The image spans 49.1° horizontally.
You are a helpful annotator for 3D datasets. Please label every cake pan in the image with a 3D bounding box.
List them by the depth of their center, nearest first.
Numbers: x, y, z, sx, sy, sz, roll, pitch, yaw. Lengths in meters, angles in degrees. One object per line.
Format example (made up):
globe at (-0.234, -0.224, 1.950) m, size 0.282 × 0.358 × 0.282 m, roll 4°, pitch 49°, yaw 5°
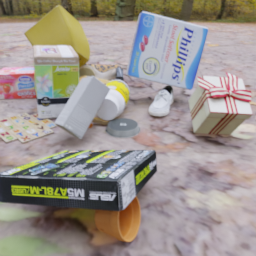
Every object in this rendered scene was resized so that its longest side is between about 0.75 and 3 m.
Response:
cake pan at (-0.180, -0.025, 9.748) m, size 1.219 × 0.224 × 1.219 m, roll 0°, pitch 26°, yaw 0°

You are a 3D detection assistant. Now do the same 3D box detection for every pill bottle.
pill bottle at (-0.607, -1.055, 10.699) m, size 1.120 × 1.120 × 1.991 m, roll 4°, pitch 26°, yaw 8°

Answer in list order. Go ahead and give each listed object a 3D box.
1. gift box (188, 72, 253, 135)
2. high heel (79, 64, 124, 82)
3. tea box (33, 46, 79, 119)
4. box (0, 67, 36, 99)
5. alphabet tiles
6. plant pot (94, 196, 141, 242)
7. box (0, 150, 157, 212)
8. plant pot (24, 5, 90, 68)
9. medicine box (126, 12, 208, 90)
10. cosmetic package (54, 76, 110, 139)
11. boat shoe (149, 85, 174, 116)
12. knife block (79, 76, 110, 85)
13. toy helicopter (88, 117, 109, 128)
gift box at (2.849, -0.844, 9.041) m, size 1.575 × 1.593 × 1.706 m, roll -2°, pitch 63°, yaw -12°
high heel at (-1.694, -2.986, 14.837) m, size 2.951 × 1.054 × 2.103 m, roll 8°, pitch 26°, yaw -9°
tea box at (-2.870, -1.914, 11.108) m, size 1.595 × 2.348 × 2.386 m, roll -5°, pitch 27°, yaw -17°
box at (-4.585, -2.098, 12.898) m, size 2.463 × 1.166 × 1.264 m, roll -2°, pitch 26°, yaw -4°
alphabet tiles at (-3.703, -0.052, 9.968) m, size 1.873 × 0.071 × 2.250 m, roll -22°, pitch 34°, yaw -37°
plant pot at (-0.231, 1.733, 5.517) m, size 0.637 × 0.910 × 0.910 m, roll -5°, pitch 22°, yaw 28°
box at (-0.896, 0.963, 5.991) m, size 2.551 × 0.628 × 2.641 m, roll -4°, pitch 5°, yaw 18°
plant pot at (-2.993, -3.787, 13.032) m, size 2.132 × 2.181 × 2.118 m, roll -34°, pitch -14°, yaw 13°
medicine box at (1.525, -3.127, 11.656) m, size 2.770 × 2.523 × 1.426 m, roll 12°, pitch 12°, yaw -5°
cosmetic package at (-1.470, -0.682, 8.950) m, size 1.859 × 0.838 × 0.993 m, roll -57°, pitch 27°, yaw -11°
boat shoe at (1.436, -1.157, 11.413) m, size 0.821 × 0.781 × 2.280 m, roll 12°, pitch 28°, yaw 23°
knife block at (-1.870, -1.973, 13.086) m, size 2.402 × 0.769 × 2.109 m, roll -5°, pitch 27°, yaw -10°
toy helicopter at (-1.396, -0.304, 10.011) m, size 1.424 × 0.562 × 0.942 m, roll 10°, pitch 22°, yaw -3°
